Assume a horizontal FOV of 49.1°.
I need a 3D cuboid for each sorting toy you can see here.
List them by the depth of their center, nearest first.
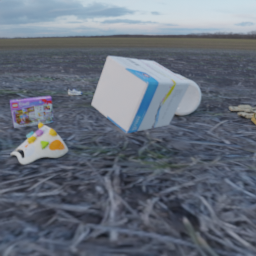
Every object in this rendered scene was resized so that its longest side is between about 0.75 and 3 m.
[{"bbox_3d":[-3.040,0.614,9.111,1.564,0.836,1.408,20,47,42],"label":"sorting toy"}]

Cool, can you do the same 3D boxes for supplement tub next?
[{"bbox_3d":[2.323,-1.697,13.618,1.686,1.686,2.330,-4,20,-10],"label":"supplement tub"}]

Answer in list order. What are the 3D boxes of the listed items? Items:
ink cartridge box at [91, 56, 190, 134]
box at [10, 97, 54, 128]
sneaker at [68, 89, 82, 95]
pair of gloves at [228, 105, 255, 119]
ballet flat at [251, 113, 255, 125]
[{"bbox_3d":[0.380,-0.979,8.019,1.531,1.524,2.087,39,30,30],"label":"ink cartridge box"},{"bbox_3d":[-3.999,-0.672,11.724,1.622,1.110,0.317,-9,23,-23],"label":"box"},{"bbox_3d":[-3.155,-2.145,16.706,0.832,0.367,0.313,-3,20,-12],"label":"sneaker"},{"bbox_3d":[5.636,-0.756,13.161,1.319,0.272,1.551,-6,19,-7],"label":"pair of gloves"},{"bbox_3d":[5.500,-0.278,11.648,0.463,0.425,1.349,-1,21,-2],"label":"ballet flat"}]
